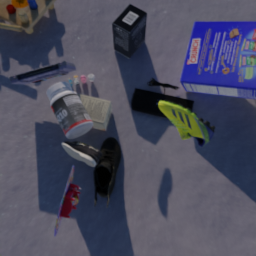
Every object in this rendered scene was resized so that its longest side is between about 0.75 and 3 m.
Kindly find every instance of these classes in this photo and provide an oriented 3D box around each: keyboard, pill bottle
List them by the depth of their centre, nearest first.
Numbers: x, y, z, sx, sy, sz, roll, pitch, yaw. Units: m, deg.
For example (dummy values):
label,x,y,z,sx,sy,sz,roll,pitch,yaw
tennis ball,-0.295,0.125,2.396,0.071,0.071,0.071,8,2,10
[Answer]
label,x,y,z,sx,sy,sz,roll,pitch,yaw
pill bottle,-1.804,-0.544,8.522,0.902,0.902,1.583,-28,77,-11
keyboard,1.236,-1.022,9.903,2.161,0.223,1.373,14,74,5

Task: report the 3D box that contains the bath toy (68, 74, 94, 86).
label,x,y,z,sx,sy,sz,roll,pitch,yaw
bath toy,-1.668,-1.735,10.132,0.925,0.342,0.402,-12,68,-4

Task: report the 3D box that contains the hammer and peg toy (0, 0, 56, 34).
label,x,y,z,sx,sy,sz,roll,pitch,yaw
hammer and peg toy,-4.363,-4.576,10.957,2.161,1.036,2.938,27,70,9

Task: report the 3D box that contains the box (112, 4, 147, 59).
label,x,y,z,sx,sy,sz,roll,pitch,yaw
box,0.055,-3.499,10.252,0.784,1.465,1.087,32,71,13

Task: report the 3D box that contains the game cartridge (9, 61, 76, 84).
label,x,y,z,sx,sy,sz,roll,pitch,yaw
game cartridge,-2.690,-1.744,9.044,1.853,1.201,0.356,-14,93,6

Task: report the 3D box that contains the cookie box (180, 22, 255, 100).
label,x,y,z,sx,sy,sz,roll,pitch,yaw
cookie box,3.384,-2.288,9.335,2.763,1.038,2.364,11,79,25

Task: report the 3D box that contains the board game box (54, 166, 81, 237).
label,x,y,z,sx,sy,sz,roll,pitch,yaw
board game box,-1.371,1.755,6.739,0.329,1.334,1.688,13,45,-5

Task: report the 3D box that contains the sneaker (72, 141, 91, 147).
label,x,y,z,sx,sy,sz,roll,pitch,yaw
sneaker,-1.426,0.634,9.098,0.956,0.405,0.356,19,68,8

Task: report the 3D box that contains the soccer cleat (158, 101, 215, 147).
label,x,y,z,sx,sy,sz,roll,pitch,yaw
soccer cleat,1.452,-0.083,7.156,1.815,0.587,0.759,29,95,-23

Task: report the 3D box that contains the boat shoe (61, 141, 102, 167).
label,x,y,z,sx,sy,sz,roll,pitch,yaw
boat shoe,-1.355,0.652,8.083,1.485,0.549,0.448,17,55,41

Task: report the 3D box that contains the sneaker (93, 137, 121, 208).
label,x,y,z,sx,sy,sz,roll,pitch,yaw
sneaker,-0.631,1.236,8.400,0.703,1.221,2.342,6,68,2

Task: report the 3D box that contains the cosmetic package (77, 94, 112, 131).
label,x,y,z,sx,sy,sz,roll,pitch,yaw
cosmetic package,-1.477,-0.570,9.412,1.713,0.747,0.885,15,71,6
